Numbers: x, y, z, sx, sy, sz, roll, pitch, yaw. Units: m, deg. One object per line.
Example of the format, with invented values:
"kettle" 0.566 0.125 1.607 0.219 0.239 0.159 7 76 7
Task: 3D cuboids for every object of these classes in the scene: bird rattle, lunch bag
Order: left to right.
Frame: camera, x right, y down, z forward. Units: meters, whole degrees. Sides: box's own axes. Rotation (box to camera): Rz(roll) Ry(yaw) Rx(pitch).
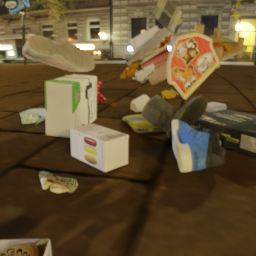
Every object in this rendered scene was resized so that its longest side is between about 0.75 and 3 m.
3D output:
"lunch bag" -3.731 -0.475 11.321 0.932 0.568 0.794 -2 15 11
"bird rattle" -2.733 -1.759 14.222 2.442 1.687 2.995 -10 8 26

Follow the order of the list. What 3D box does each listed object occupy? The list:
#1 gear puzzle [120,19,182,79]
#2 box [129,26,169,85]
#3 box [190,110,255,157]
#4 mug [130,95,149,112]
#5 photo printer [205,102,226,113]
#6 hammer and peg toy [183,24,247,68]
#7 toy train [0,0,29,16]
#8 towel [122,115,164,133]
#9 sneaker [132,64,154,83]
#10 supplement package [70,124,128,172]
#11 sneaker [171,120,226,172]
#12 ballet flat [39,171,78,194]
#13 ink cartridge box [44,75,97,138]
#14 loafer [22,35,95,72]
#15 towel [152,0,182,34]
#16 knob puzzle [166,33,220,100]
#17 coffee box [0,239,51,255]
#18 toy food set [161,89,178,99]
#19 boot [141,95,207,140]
"gear puzzle" 0.745 -2.535 9.355 2.907 0.381 1.506 -51 23 -25
"box" 1.106 -3.009 11.950 1.318 2.061 1.123 -26 58 11
"box" 3.669 0.054 9.225 2.214 0.716 2.808 -10 19 -34
"mug" 0.526 -1.032 13.271 0.787 0.959 0.768 -22 58 -32
"photo printer" 4.047 -0.961 13.316 1.004 0.348 0.835 -15 23 -39
"hammer and peg toy" 3.210 -3.289 11.120 1.755 0.841 2.386 -27 46 -24
"toy train" -2.708 -3.150 6.376 0.499 1.150 0.657 -19 -1 19
"towel" 0.687 -0.197 10.969 1.496 0.237 2.083 -5 17 -15
"sneaker" 0.600 -2.207 11.195 0.569 0.990 0.372 5 54 -37
"supplement package" -0.792 0.484 7.535 0.822 0.854 1.501 -14 21 -43
"sneaker" 1.922 0.394 7.680 1.314 0.907 2.363 -5 20 3
"ballet flat" -1.616 1.210 6.098 1.056 0.358 0.398 9 38 22
"ink cartridge box" -2.035 -0.930 10.475 1.077 1.902 2.594 6 18 9
"loafer" -2.795 -2.905 11.415 2.924 1.051 0.919 11 -22 -38
"towel" 1.145 -3.362 8.267 0.887 0.921 0.159 34 -25 -22
"knob puzzle" 1.687 -1.746 7.420 1.825 1.825 0.253 -8 30 -26
"coffee box" -1.401 1.930 3.237 0.743 0.524 1.314 0 16 -1
"toy food set" 2.391 -1.885 16.530 0.706 0.392 1.199 39 37 27
"boot" 1.535 -0.667 9.856 0.763 1.912 2.103 42 6 -30
